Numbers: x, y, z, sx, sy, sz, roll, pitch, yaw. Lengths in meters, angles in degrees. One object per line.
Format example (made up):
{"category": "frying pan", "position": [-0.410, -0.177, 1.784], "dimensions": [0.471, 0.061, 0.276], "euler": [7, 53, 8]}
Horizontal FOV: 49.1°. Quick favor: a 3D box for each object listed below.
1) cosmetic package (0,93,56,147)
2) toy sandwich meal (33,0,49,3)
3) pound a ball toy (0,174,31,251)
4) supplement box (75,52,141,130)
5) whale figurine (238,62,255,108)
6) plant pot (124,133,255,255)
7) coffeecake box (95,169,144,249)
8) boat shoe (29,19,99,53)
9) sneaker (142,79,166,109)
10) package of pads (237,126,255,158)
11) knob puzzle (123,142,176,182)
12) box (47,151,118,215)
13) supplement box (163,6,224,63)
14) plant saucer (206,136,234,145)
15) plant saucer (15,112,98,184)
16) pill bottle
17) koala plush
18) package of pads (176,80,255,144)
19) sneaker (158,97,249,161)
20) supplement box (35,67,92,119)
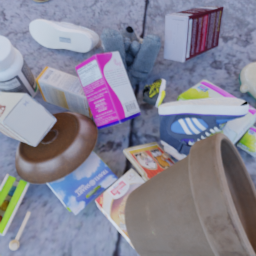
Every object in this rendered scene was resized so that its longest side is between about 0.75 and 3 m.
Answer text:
{"category": "cosmetic package", "position": [-3.250, -0.300, 8.061], "dimensions": [2.271, 1.174, 0.991], "euler": [8, 58, 49]}
{"category": "toy sandwich meal", "position": [-3.926, -6.164, 12.576], "dimensions": [1.286, 0.441, 1.286], "euler": [0, 60, 0]}
{"category": "pound a ball toy", "position": [-3.174, 2.279, 7.570], "dimensions": [1.114, 0.726, 1.708], "euler": [26, 60, -14]}
{"category": "supplement box", "position": [-0.585, -1.099, 8.274], "dimensions": [1.013, 1.035, 2.003], "euler": [-24, 97, -47]}
{"category": "whale figurine", "position": [4.447, -1.403, 9.681], "dimensions": [1.315, 0.857, 1.653], "euler": [-16, 84, -2]}
{"category": "plant pot", "position": [1.236, 1.687, 5.503], "dimensions": [2.288, 2.624, 2.624], "euler": [-24, 56, 26]}
{"category": "coffeecake box", "position": [0.209, 2.217, 7.527], "dimensions": [1.359, 0.647, 1.770], "euler": [-39, 67, -20]}
{"category": "boat shoe", "position": [-2.455, -3.651, 10.869], "dimensions": [2.824, 1.017, 0.967], "euler": [12, 32, 19]}
{"category": "sneaker", "position": [0.827, -1.251, 9.160], "dimensions": [0.702, 0.618, 1.659], "euler": [17, 30, -5]}
{"category": "package of pads", "position": [3.941, 0.429, 8.768], "dimensions": [0.689, 0.304, 0.892], "euler": [36, 63, 20]}
{"category": "knob puzzle", "position": [1.010, 1.142, 7.646], "dimensions": [2.180, 0.302, 2.180], "euler": [30, 26, -16]}
{"category": "box", "position": [-1.709, 1.138, 8.170], "dimensions": [1.594, 0.623, 2.613], "euler": [-39, 67, -20]}
{"category": "supplement box", "position": [2.277, -3.283, 9.588], "dimensions": [0.796, 1.423, 2.615], "euler": [23, 38, 35]}
{"category": "plant saucer", "position": [2.461, 0.397, 8.785], "dimensions": [1.612, 0.250, 1.612], "euler": [-2, 60, 4]}
{"category": "plant saucer", "position": [-2.204, 0.381, 8.160], "dimensions": [2.656, 0.486, 2.656], "euler": [-13, 44, 13]}
{"category": "pill bottle", "position": [-3.800, -1.790, 8.913], "dimensions": [1.246, 2.203, 1.246], "euler": [0, 66, 1]}
{"category": "koala plush", "position": [-0.101, -2.753, 10.004], "dimensions": [1.995, 2.068, 2.250], "euler": [3, 39, -11]}
{"category": "package of pads", "position": [2.684, -0.500, 8.660], "dimensions": [2.152, 0.734, 1.663], "euler": [37, 49, 24]}
{"category": "sneaker", "position": [2.033, 0.209, 7.724], "dimensions": [2.587, 1.894, 1.042], "euler": [1, 17, 40]}
{"category": "supplement box", "position": [-1.954, -1.155, 9.215], "dimensions": [1.845, 1.163, 0.678], "euler": [21, 61, 11]}
